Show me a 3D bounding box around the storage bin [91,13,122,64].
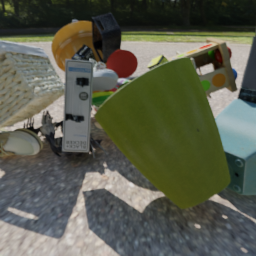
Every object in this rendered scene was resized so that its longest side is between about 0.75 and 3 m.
[{"bbox_3d":[-0.691,-2.802,8.874,0.634,1.352,0.914,-21,69,-15],"label":"storage bin"}]

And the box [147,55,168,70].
[{"bbox_3d":[1.240,-1.391,7.856,0.364,1.452,0.546,-58,22,-16],"label":"box"}]

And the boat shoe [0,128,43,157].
[{"bbox_3d":[-3.488,0.481,8.036,2.268,0.847,0.776,4,28,28],"label":"boat shoe"}]

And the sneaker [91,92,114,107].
[{"bbox_3d":[-0.512,-0.631,9.532,0.835,0.942,2.254,-5,-15,37],"label":"sneaker"}]

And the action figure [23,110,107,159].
[{"bbox_3d":[-1.861,0.078,8.188,2.771,1.414,1.647,11,22,33],"label":"action figure"}]

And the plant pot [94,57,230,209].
[{"bbox_3d":[0.943,0.266,5.828,2.346,2.507,2.346,-30,-8,-5],"label":"plant pot"}]

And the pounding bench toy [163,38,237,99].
[{"bbox_3d":[2.417,-2.084,9.879,2.072,1.650,2.656,-20,21,7],"label":"pounding bench toy"}]

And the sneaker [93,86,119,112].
[{"bbox_3d":[-0.279,-1.126,10.931,2.559,1.110,0.943,1,37,17],"label":"sneaker"}]

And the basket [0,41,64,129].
[{"bbox_3d":[-3.130,-1.188,8.010,1.823,1.660,2.690,-34,7,12],"label":"basket"}]

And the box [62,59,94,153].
[{"bbox_3d":[-1.144,-0.520,6.318,0.586,1.948,1.136,2,12,-11],"label":"box"}]

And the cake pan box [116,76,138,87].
[{"bbox_3d":[0.807,-2.080,14.126,2.286,0.649,2.482,-16,28,-37],"label":"cake pan box"}]

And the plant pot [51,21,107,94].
[{"bbox_3d":[-1.560,-2.421,10.527,2.227,2.227,2.039,-10,61,-23],"label":"plant pot"}]

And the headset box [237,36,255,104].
[{"bbox_3d":[3.847,-1.066,8.154,1.167,2.516,2.191,15,59,19],"label":"headset box"}]

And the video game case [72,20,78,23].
[{"bbox_3d":[-2.494,-3.375,13.430,0.289,2.386,2.621,-9,-9,-19],"label":"video game case"}]

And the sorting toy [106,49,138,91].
[{"bbox_3d":[0.002,-1.423,8.954,0.947,2.731,0.941,-15,41,4],"label":"sorting toy"}]

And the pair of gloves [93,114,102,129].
[{"bbox_3d":[-0.147,-0.124,8.637,1.838,0.322,1.563,4,-10,-4],"label":"pair of gloves"}]

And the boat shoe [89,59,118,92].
[{"bbox_3d":[-0.970,-1.628,8.491,0.812,0.937,2.197,22,-16,-31],"label":"boat shoe"}]

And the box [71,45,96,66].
[{"bbox_3d":[-1.410,-2.170,9.076,0.344,0.799,0.654,35,77,20],"label":"box"}]

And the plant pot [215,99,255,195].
[{"bbox_3d":[2.789,0.586,6.717,1.777,1.744,1.740,-29,35,-31],"label":"plant pot"}]
